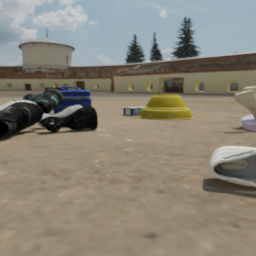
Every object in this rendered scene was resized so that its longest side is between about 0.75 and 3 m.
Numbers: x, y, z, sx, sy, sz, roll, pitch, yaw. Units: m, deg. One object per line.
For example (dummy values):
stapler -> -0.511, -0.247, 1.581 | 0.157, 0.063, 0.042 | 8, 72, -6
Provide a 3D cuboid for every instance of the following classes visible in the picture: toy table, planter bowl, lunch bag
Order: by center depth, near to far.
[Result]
toy table -> 4.572, -0.713, 9.160 | 2.077, 1.323, 2.259 | -17, 10, -20
planter bowl -> 1.816, -1.056, 13.514 | 2.666, 1.110, 2.666 | -1, 8, 0
lunch bag -> -3.126, -1.494, 15.212 | 2.249, 1.488, 1.528 | -1, 8, -8

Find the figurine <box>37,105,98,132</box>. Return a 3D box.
figurine -> -2.203, -0.284, 9.445 | 1.789, 0.790, 1.834 | -9, 10, -29

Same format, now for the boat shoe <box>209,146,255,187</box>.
boat shoe -> 2.004, 0.542, 3.651 | 1.853, 0.656, 0.642 | -7, 5, 23

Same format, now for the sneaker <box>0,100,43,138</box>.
sneaker -> -3.415, -0.094, 7.925 | 1.197, 1.035, 2.734 | 23, 23, 32

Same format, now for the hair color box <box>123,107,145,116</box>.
hair color box -> 0.456, -0.885, 14.765 | 0.691, 0.418, 1.382 | 7, 11, 43

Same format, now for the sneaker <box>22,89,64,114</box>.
sneaker -> -4.314, -1.007, 13.061 | 2.895, 1.091, 1.147 | -15, 36, 37
